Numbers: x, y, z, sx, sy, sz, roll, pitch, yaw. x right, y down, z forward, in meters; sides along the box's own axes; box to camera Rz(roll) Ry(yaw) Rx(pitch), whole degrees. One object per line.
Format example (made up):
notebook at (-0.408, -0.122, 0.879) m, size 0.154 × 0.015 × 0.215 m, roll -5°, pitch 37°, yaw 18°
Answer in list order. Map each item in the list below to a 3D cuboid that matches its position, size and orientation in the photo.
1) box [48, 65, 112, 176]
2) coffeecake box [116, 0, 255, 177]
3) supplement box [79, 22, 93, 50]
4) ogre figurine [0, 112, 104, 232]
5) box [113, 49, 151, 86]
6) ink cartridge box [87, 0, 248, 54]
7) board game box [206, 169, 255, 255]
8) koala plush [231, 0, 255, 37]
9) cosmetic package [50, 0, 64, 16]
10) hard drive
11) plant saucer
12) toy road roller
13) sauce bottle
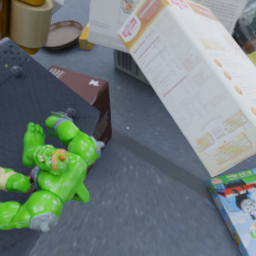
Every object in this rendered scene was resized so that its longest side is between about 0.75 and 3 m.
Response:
box at (-1.369, -0.129, 6.378) m, size 1.491 × 1.816 × 1.507 m, roll 19°, pitch 50°, yaw 16°
coffeecake box at (1.183, -0.714, 4.030) m, size 1.782 × 0.848 × 2.322 m, roll -14°, pitch 68°, yaw -50°
supplement box at (-1.394, -3.412, 10.265) m, size 0.461 × 0.446 × 1.341 m, roll 7°, pitch 48°, yaw 6°
ogre figurine at (-0.836, 0.425, 2.812) m, size 0.888 × 0.727 × 1.481 m, roll 10°, pitch 27°, yaw 25°
box at (1.085, -2.528, 8.933) m, size 2.157 × 1.230 × 2.345 m, roll 33°, pitch 55°, yaw 25°
ink cartridge box at (0.703, -2.550, 5.270) m, size 2.897 × 2.553 × 0.648 m, roll 18°, pitch 43°, yaw 8°
board game box at (2.614, 1.712, 5.720) m, size 1.336 × 0.323 × 1.766 m, roll -11°, pitch 50°, yaw -10°
koala plush at (2.627, -2.458, 6.903) m, size 1.515 × 1.649 × 1.462 m, roll 14°, pitch 44°, yaw -6°
cosmetic package at (-2.847, -3.212, 7.115) m, size 2.545 × 1.370 × 1.080 m, roll -16°, pitch 63°, yaw 40°
hard drive at (-1.680, 0.360, 3.509) m, size 1.938 × 0.608 × 2.873 m, roll 39°, pitch 51°, yaw -19°
plant saucer at (-2.446, -3.368, 10.217) m, size 1.697 × 0.272 × 1.697 m, roll -6°, pitch 48°, yaw 7°
toy road roller at (-2.837, -2.229, 5.566) m, size 2.311 × 1.420 × 1.687 m, roll 18°, pitch 44°, yaw -9°
sauce bottle at (2.572, -1.149, 5.391) m, size 0.765 × 0.765 × 2.363 m, roll -1°, pitch 47°, yaw -1°
